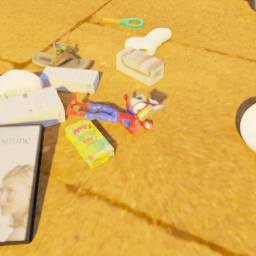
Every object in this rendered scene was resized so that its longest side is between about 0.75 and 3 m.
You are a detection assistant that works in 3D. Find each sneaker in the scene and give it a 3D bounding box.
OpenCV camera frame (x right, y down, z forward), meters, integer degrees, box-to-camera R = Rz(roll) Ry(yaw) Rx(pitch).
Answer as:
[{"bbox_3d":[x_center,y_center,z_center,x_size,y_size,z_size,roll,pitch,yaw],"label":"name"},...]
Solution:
[{"bbox_3d":[0.858,-3.028,10.260,1.845,0.694,0.816,-23,62,-13],"label":"sneaker"},{"bbox_3d":[0.393,-0.492,5.717,0.477,0.397,1.059,54,23,4],"label":"sneaker"},{"bbox_3d":[-3.761,-1.008,8.159,2.627,0.924,1.053,-5,54,4],"label":"sneaker"}]

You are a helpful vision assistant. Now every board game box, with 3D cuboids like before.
[{"bbox_3d":[-0.992,0.357,7.143,0.676,0.317,1.330,-26,52,-23],"label":"board game box"}]

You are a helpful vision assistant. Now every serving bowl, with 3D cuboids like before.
[{"bbox_3d":[3.691,0.077,7.100,1.575,0.518,1.575,-9,61,17],"label":"serving bowl"}]

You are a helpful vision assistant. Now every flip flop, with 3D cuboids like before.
[{"bbox_3d":[-2.313,-2.327,9.507,2.130,0.613,0.864,16,48,14],"label":"flip flop"}]

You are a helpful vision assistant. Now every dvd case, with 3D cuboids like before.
[{"bbox_3d":[-2.959,1.132,6.116,1.973,0.243,2.766,-3,57,-2],"label":"dvd case"}]

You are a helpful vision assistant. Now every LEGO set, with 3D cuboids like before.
[{"bbox_3d":[-2.342,-2.847,10.021,0.792,0.609,0.459,-19,65,-8],"label":"LEGO set"}]

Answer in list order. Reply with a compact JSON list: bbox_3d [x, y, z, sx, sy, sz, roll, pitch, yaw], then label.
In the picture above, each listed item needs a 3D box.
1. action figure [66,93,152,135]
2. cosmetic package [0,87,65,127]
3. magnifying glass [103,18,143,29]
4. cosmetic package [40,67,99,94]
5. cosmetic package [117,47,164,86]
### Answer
[{"bbox_3d":[-0.361,-0.502,7.271,2.272,1.125,0.741,18,47,-7],"label":"action figure"},{"bbox_3d":[-2.755,-0.420,7.652,1.831,0.678,0.931,-18,49,-18],"label":"cosmetic package"},{"bbox_3d":[-0.206,-4.483,11.878,1.737,0.195,0.691,8,47,9],"label":"magnifying glass"},{"bbox_3d":[-1.845,-1.510,8.849,1.710,0.433,0.706,6,47,6],"label":"cosmetic package"},{"bbox_3d":[0.388,-2.056,9.236,1.450,0.633,0.749,31,53,26],"label":"cosmetic package"}]
